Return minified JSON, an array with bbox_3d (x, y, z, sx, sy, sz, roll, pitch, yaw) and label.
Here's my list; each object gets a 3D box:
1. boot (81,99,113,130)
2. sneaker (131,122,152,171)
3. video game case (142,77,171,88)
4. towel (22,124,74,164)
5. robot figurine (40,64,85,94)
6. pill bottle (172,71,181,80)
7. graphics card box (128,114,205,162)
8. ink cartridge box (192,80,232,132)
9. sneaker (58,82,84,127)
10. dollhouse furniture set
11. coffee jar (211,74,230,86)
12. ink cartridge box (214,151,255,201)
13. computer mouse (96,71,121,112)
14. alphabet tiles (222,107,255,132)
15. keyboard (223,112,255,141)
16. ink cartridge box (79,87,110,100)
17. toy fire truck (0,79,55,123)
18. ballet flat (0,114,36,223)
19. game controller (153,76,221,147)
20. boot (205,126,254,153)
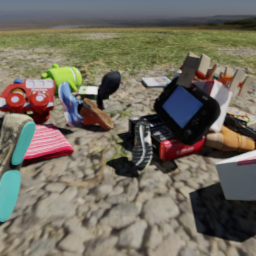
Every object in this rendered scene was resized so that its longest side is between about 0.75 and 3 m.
[{"bbox_3d":[-1.258,-0.314,10.572,1.565,0.839,0.587,42,20,19],"label":"boot"},{"bbox_3d":[0.421,0.586,7.976,0.557,0.644,1.426,4,62,7],"label":"sneaker"},{"bbox_3d":[1.658,-2.584,15.910,1.469,0.185,1.612,-4,24,-9],"label":"video game case"},{"bbox_3d":[-2.978,0.408,9.203,1.773,0.276,2.452,-9,25,-28],"label":"towel"},{"bbox_3d":[-3.346,-2.436,14.302,2.136,1.235,1.874,-17,47,-34],"label":"robot figurine"},{"bbox_3d":[3.266,-2.740,15.345,1.663,0.926,0.926,-21,32,-38],"label":"pill bottle"},{"bbox_3d":[1.169,0.206,9.347,1.497,0.607,2.385,-12,28,-25],"label":"graphics card box"},{"bbox_3d":[2.343,-0.798,9.741,0.840,1.449,2.488,19,0,-20],"label":"ink cartridge box"},{"bbox_3d":[-2.001,-0.914,10.174,0.750,1.683,0.661,-20,-8,8],"label":"sneaker"},{"bbox_3d":[2.567,-1.586,9.186,2.048,1.066,2.070,16,9,-40],"label":"dollhouse furniture set"},{"bbox_3d":[5.100,-2.681,15.711,0.629,0.515,1.206,-10,27,-21],"label":"coffee jar"},{"bbox_3d":[3.517,0.933,6.555,2.280,0.967,1.661,-14,-6,-25],"label":"ink cartridge box"},{"bbox_3d":[-0.935,-1.608,11.380,0.524,1.987,1.376,9,61,-29],"label":"computer mouse"},{"bbox_3d":[3.776,-0.512,11.521,2.156,0.097,2.579,-16,30,-31],"label":"alphabet tiles"},{"bbox_3d":[4.005,-0.153,9.584,1.461,0.556,2.807,11,19,-30],"label":"keyboard"},{"bbox_3d":[-1.627,-1.719,13.793,1.471,0.353,1.070,-1,26,-3],"label":"ink cartridge box"},{"bbox_3d":[-3.849,-1.172,10.805,2.039,1.143,1.713,-2,57,-14],"label":"toy fire truck"},{"bbox_3d":[-2.761,0.826,6.223,0.893,2.373,0.805,13,-4,16],"label":"ballet flat"},{"bbox_3d":[1.716,-0.640,8.724,0.619,1.533,2.940,22,19,-27],"label":"game controller"},{"bbox_3d":[3.338,0.245,9.188,1.453,0.718,1.871,12,20,14],"label":"boot"}]
